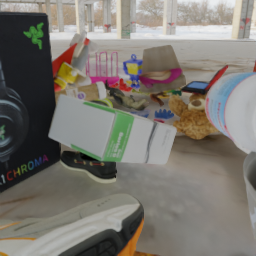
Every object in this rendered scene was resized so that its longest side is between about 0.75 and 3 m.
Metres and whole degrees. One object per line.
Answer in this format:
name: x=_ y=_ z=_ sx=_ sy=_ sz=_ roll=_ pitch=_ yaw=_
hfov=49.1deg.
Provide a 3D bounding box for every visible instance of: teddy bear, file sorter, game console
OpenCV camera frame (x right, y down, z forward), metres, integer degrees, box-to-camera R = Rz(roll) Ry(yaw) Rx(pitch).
teddy bear: x=1.936 y=-0.529 z=7.011 sx=1.712 sy=0.788 sz=2.362 roll=33 pitch=35 yaw=33
file sorter: x=-1.514 y=-2.638 z=12.039 sx=2.070 sy=1.298 sz=1.438 roll=3 pitch=17 yaw=8
game console: x=1.990 y=-1.293 z=7.263 sx=0.932 sy=0.642 sz=1.081 roll=13 pitch=25 yaw=28

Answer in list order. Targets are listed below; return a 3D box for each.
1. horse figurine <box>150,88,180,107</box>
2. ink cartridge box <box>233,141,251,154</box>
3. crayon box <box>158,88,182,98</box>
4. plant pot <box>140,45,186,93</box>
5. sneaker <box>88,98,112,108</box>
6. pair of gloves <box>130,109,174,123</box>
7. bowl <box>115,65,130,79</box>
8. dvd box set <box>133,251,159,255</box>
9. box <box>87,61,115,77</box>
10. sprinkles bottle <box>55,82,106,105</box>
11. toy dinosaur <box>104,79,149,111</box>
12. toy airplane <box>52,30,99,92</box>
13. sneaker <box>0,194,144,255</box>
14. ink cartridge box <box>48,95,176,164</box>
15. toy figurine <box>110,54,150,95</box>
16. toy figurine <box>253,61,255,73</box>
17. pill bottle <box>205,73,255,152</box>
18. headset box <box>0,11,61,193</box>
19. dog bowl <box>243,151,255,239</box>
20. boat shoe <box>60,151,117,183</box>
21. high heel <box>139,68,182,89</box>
horse figurine: x=1.154 y=-1.248 z=9.357 sx=1.027 sy=0.387 sz=1.550 roll=7 pitch=35 yaw=31
ink cartridge box: x=2.474 y=0.153 z=5.782 sx=0.324 sy=0.563 sz=0.961 roll=31 pitch=18 yaw=-9
crayon box: x=1.305 y=-1.318 z=10.104 sx=1.088 sy=0.276 sz=0.691 roll=-5 pitch=21 yaw=-7
plant pot: x=1.088 y=-2.017 z=9.414 sx=1.582 sy=1.373 sz=1.582 roll=-9 pitch=15 yaw=3
sneaker: x=-1.305 y=-0.543 z=7.663 sx=1.718 sy=0.635 sz=0.695 roll=-1 pitch=23 yaw=1
pair of gloves: x=0.643 y=-0.380 z=7.875 sx=1.209 sy=0.138 sz=0.972 roll=8 pitch=22 yaw=19
bowl: x=-0.042 y=-2.667 z=13.326 sx=1.203 sy=0.540 sz=1.203 roll=0 pitch=21 yaw=0
dvd box set: x=-0.187 y=1.545 z=2.737 sx=1.199 sy=0.176 sz=0.877 roll=5 pitch=21 yaw=13
box: x=-1.320 y=-2.817 z=13.487 sx=1.078 sy=0.708 sz=1.084 roll=7 pitch=22 yaw=17
sprinkles bottle: x=-1.269 y=-0.860 z=7.311 sx=1.335 sy=0.455 sz=0.455 roll=-14 pitch=24 yaw=-13
toy dinosaur: x=-0.320 y=-0.965 z=8.427 sx=2.091 sy=0.496 sz=0.922 roll=26 pitch=-10 yaw=46
toy airplane: x=-1.870 y=-2.122 z=9.748 sx=2.441 sy=1.730 sz=2.451 roll=-40 pitch=6 yaw=27
sneaker: x=-1.176 y=1.039 z=2.206 sx=2.793 sy=1.057 sz=1.285 roll=-19 pitch=43 yaw=-29
ink cartridge box: x=-0.195 y=0.077 z=4.905 sx=1.335 sy=0.769 sz=1.829 roll=18 pitch=3 yaw=38
toy figurine: x=0.275 y=-2.163 z=10.839 sx=2.217 sy=1.328 sz=1.170 roll=17 pitch=28 yaw=42
toy figurine: x=5.332 y=-1.465 z=8.713 sx=2.519 sy=1.780 sz=2.559 roll=2 pitch=18 yaw=-11
pill bottle: x=1.788 y=-0.250 z=3.932 sx=1.049 sy=1.049 sz=1.930 roll=1 pitch=10 yaw=4
headset box: x=-2.446 y=-0.476 z=4.302 sx=1.320 sy=2.845 sz=2.477 roll=13 pitch=23 yaw=30
dog bowl: x=2.797 y=1.006 z=3.107 sx=2.929 sy=0.859 sz=2.929 roll=-1 pitch=18 yaw=0
boat shoe: x=-0.715 y=0.570 z=4.913 sx=1.330 sy=0.417 sz=0.487 roll=12 pitch=16 yaw=41
high heel: x=0.970 y=-1.601 z=8.460 sx=1.267 sy=0.609 sz=0.427 roll=-24 pitch=52 yaw=16
